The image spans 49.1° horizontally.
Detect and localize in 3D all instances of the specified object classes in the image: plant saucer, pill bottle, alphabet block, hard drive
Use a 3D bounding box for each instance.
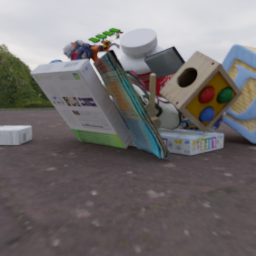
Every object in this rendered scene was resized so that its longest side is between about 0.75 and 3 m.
[{"bbox_3d":[0.546,-1.407,11.803,2.563,2.559,0.470,28,30,12],"label":"plant saucer"},{"bbox_3d":[2.806,-0.413,9.087,0.583,0.974,0.583,16,22,-7],"label":"pill bottle"},{"bbox_3d":[4.607,-1.254,9.897,2.592,2.531,2.545,-11,46,-45],"label":"alphabet block"},{"bbox_3d":[1.124,-1.949,8.463,1.161,0.191,0.810,-9,-47,49],"label":"hard drive"},{"bbox_3d":[0.617,-1.964,10.108,1.625,2.895,1.625,-9,44,9],"label":"pill bottle"}]

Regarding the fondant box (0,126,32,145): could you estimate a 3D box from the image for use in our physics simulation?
[{"bbox_3d":[-4.460,0.249,9.717,1.837,0.535,1.325,1,6,-1],"label":"fondant box"}]

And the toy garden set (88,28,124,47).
[{"bbox_3d":[-0.560,-2.571,8.025,0.920,0.184,0.767,-34,42,-25],"label":"toy garden set"}]

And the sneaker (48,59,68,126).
[{"bbox_3d":[-2.020,-1.155,9.791,1.003,2.829,1.172,7,46,31],"label":"sneaker"}]

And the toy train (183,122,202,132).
[{"bbox_3d":[2.871,-0.023,12.399,0.924,0.527,0.394,0,5,-9],"label":"toy train"}]

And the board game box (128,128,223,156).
[{"bbox_3d":[1.334,0.355,8.947,1.839,0.468,2.735,-6,8,-44],"label":"board game box"}]

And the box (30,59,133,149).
[{"bbox_3d":[-1.334,-0.626,8.380,2.132,2.953,0.537,6,48,38],"label":"box"}]

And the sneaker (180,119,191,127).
[{"bbox_3d":[3.529,-0.216,14.548,1.620,0.593,0.664,-9,12,5],"label":"sneaker"}]

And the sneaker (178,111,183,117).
[{"bbox_3d":[1.657,-0.624,9.859,2.001,0.671,0.898,-24,-50,30],"label":"sneaker"}]

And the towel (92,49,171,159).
[{"bbox_3d":[-0.024,-0.554,7.304,0.310,2.858,2.096,-32,13,-11],"label":"towel"}]

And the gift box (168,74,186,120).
[{"bbox_3d":[2.125,-1.323,12.600,2.002,2.026,2.169,-30,31,32],"label":"gift box"}]

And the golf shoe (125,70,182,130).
[{"bbox_3d":[0.575,-0.670,8.794,2.574,0.994,1.134,38,28,-9],"label":"golf shoe"}]

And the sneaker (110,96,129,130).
[{"bbox_3d":[-0.400,-0.219,9.364,0.712,1.767,0.737,-4,31,18],"label":"sneaker"}]

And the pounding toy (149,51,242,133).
[{"bbox_3d":[1.607,-0.752,7.972,2.295,2.612,1.195,33,13,-42],"label":"pounding toy"}]

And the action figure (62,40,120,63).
[{"bbox_3d":[-1.190,-2.067,8.127,1.502,0.812,1.553,3,-26,-29],"label":"action figure"}]
